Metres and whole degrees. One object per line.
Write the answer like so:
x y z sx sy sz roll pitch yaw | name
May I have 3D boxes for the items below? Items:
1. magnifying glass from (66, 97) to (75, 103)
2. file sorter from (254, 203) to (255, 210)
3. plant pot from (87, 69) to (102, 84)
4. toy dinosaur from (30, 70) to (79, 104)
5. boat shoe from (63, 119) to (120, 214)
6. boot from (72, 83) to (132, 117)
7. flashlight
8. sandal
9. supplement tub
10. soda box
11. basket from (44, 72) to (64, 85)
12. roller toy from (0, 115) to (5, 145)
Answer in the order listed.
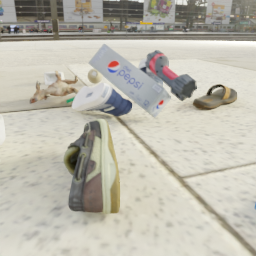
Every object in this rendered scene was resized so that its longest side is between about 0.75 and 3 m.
-2.107 -1.278 11.643 0.546 0.154 1.371 -16 10 22 | magnifying glass
3.793 0.913 4.051 1.945 1.719 2.803 -14 26 -30 | file sorter
-1.715 -2.705 14.305 0.779 0.779 0.832 -1 3 -3 | plant pot
-2.959 -1.614 11.615 1.519 0.962 2.241 -16 -3 30 | toy dinosaur
-0.824 0.597 5.755 0.983 1.069 2.991 0 25 -13 | boat shoe
-1.004 -0.831 9.893 1.222 0.984 2.704 31 -12 -27 | boot
1.439 -1.880 9.541 0.823 0.820 2.422 -24 40 -12 | flashlight
3.534 -1.360 11.219 2.676 0.730 1.094 -18 28 -38 | sandal
0.847 -1.889 11.233 1.079 1.538 1.079 5 -23 2 | supplement tub
0.041 -1.632 9.550 2.922 0.927 0.997 42 6 25 | soda box
-3.833 -2.608 14.621 0.919 0.623 0.567 1 17 4 | basket
-4.308 -0.197 7.175 2.149 1.502 1.961 6 22 15 | roller toy
